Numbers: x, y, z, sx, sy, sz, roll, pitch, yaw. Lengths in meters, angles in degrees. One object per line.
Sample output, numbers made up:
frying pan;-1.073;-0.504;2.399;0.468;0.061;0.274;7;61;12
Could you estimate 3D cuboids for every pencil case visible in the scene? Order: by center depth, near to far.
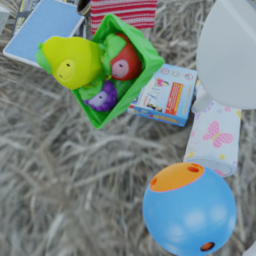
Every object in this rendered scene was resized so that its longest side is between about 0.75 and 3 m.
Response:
pencil case;2.340;-0.162;7.622;1.354;1.241;2.986;5;61;19

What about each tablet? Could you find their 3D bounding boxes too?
tablet;-2.590;-3.087;8.972;1.724;0.181;2.650;20;67;10

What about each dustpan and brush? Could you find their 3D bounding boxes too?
dustpan and brush;1.833;-0.920;5.328;0.831;2.902;2.026;-27;76;-33

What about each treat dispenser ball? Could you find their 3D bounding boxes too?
treat dispenser ball;0.993;1.331;4.659;1.504;1.504;1.504;0;62;0

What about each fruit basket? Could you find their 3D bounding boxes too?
fruit basket;-0.591;-1.013;5.095;2.044;2.044;1.474;-30;73;-15

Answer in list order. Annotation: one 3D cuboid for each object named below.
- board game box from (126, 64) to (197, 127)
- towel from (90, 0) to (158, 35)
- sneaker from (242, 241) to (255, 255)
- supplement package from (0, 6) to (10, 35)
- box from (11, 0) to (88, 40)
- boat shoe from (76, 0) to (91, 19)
board game box;1.043;-1.097;8.521;1.772;0.506;1.810;15;63;7
towel;0.031;-3.268;6.262;1.759;2.432;0.273;-13;52;-20
sneaker;3.363;2.228;6.566;2.440;0.917;1.402;-21;63;-16
supplement package;-3.173;-2.385;5.909;0.969;0.537;0.755;30;108;-11
box;-2.630;-4.071;9.972;2.391;0.728;2.966;1;62;-1
boat shoe;-0.761;-4.036;7.736;0.699;2.350;0.844;-12;68;-37
